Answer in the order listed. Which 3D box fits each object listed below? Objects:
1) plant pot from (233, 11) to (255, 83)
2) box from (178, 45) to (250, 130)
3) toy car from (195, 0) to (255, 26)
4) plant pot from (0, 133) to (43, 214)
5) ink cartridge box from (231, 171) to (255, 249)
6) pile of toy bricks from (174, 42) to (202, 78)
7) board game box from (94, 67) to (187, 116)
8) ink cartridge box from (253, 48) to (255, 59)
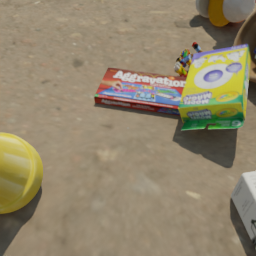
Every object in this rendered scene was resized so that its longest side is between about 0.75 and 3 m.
[{"bbox_3d":[4.536,-2.400,8.094,1.233,2.672,2.672,21,37,-32],"label":"plant pot"},{"bbox_3d":[2.197,-1.017,7.088,1.511,0.623,2.576,-3,49,30],"label":"box"},{"bbox_3d":[4.081,-5.435,10.530,2.226,2.969,2.598,-11,31,-18],"label":"toy car"},{"bbox_3d":[-2.581,0.764,5.209,1.584,1.490,1.584,0,72,1],"label":"plant pot"},{"bbox_3d":[3.059,1.802,4.958,1.548,0.894,2.120,-7,47,-7],"label":"ink cartridge box"},{"bbox_3d":[2.029,-2.083,8.902,0.711,0.799,1.439,47,38,-16],"label":"pile of toy bricks"},{"bbox_3d":[0.607,-1.080,8.147,2.863,0.278,1.474,9,46,9],"label":"board game box"},{"bbox_3d":[4.152,-2.496,7.923,0.312,1.415,1.441,-2,38,-18],"label":"ink cartridge box"}]
